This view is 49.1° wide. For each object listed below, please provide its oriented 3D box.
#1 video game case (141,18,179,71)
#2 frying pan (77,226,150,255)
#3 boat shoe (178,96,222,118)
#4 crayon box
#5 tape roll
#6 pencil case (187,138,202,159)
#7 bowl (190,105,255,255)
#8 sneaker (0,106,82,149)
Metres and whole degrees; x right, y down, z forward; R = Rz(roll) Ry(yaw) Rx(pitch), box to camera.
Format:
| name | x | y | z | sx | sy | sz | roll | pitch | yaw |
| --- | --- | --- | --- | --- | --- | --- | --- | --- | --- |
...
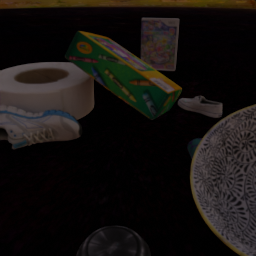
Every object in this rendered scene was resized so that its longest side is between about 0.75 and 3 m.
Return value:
| name | x | y | z | sx | sy | sz | roll | pitch | yaw |
| --- | --- | --- | --- | --- | --- | --- | --- | --- | --- |
| video game case | 1.293 | -3.466 | 11.711 | 1.506 | 2.103 | 0.189 | 6 | 28 | 10 |
| frying pan | -0.047 | 1.871 | 3.629 | 1.043 | 0.281 | 1.725 | -15 | 28 | -25 |
| boat shoe | 2.132 | -0.726 | 8.284 | 1.402 | 0.458 | 0.516 | 19 | 34 | 32 |
| crayon box | -0.041 | -1.409 | 7.290 | 2.745 | 0.800 | 1.630 | 37 | 22 | 11 |
| tape roll | -2.492 | -1.084 | 8.330 | 2.981 | 1.042 | 2.981 | 0 | 27 | 0 |
| pencil case | 1.555 | 0.606 | 5.799 | 0.457 | 0.421 | 0.990 | 18 | 24 | -13 |
| bowl | 2.270 | 0.907 | 4.000 | 2.558 | 1.200 | 2.558 | -14 | 46 | 15 |
| sneaker | -2.206 | 0.131 | 6.515 | 2.265 | 0.849 | 0.981 | 4 | 44 | 10 |
